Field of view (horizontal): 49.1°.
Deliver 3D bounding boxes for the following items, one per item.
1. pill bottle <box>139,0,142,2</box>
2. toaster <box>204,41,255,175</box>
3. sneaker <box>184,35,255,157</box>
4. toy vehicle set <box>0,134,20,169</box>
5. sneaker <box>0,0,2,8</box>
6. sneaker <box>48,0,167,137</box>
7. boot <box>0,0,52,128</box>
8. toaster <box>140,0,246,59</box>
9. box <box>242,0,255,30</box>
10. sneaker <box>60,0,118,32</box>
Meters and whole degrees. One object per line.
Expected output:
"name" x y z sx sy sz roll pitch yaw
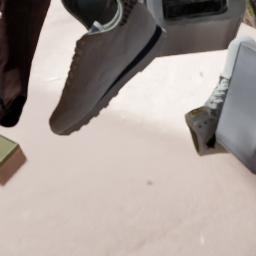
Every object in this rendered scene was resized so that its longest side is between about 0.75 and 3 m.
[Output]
"pill bottle" 0.020 -4.952 7.938 1.560 2.696 1.560 2 66 -4
"toaster" 2.592 -0.248 4.557 1.926 2.130 1.264 3 26 -11
"sneaker" 1.758 -0.493 5.394 1.356 2.347 0.865 -9 20 -7
"toy vehicle set" -3.826 0.514 7.608 1.502 0.199 0.933 23 54 18
"sneaker" -2.418 -2.468 5.044 0.323 0.863 0.458 28 57 20
"sneaker" -0.592 -0.954 4.623 2.573 1.036 0.983 -46 30 13
"boot" -1.653 -1.241 4.447 0.793 2.192 1.823 6 55 -36
"toaster" 1.525 -3.084 6.810 2.665 1.582 2.410 -4 78 8
"box" 3.594 -3.951 8.716 0.403 2.322 1.278 -51 53 11
"sneaker" -0.724 -3.073 6.562 0.959 1.361 2.563 -30 74 -32
